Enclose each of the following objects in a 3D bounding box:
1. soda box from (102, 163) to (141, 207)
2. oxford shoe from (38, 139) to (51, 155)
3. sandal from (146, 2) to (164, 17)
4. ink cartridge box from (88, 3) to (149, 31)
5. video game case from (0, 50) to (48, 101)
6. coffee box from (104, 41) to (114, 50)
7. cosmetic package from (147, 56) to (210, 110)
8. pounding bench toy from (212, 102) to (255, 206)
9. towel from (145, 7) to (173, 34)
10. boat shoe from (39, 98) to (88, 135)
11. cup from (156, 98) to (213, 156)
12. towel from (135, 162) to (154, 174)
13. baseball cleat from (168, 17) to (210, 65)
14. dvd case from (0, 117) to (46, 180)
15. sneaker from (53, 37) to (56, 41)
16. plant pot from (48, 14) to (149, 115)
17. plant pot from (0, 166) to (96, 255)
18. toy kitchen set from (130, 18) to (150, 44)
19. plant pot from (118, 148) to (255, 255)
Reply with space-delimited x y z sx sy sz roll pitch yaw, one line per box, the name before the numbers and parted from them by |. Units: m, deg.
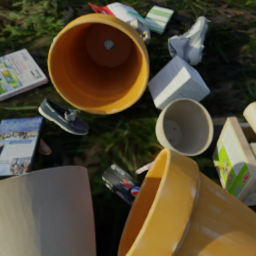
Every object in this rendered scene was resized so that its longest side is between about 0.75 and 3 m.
soda box | 0.010 1.618 7.390 1.498 0.474 0.530 34 61 25
oxford shoe | -2.647 0.504 8.429 0.847 0.309 0.302 35 58 25
sandal | 1.306 -5.599 13.383 0.701 0.447 1.866 11 51 9
ink cartridge box | -0.396 -4.935 12.139 2.203 0.552 1.773 5 40 -38
video game case | -4.404 -2.027 10.572 2.001 0.242 2.196 -27 56 -21
coffee box | -1.359 -3.488 11.490 0.966 0.673 1.689 29 56 22
cosmetic package | 1.584 -1.273 8.969 1.153 1.378 1.146 23 36 -39
pounding bench toy | 3.664 0.540 6.764 2.206 2.828 1.757 -5 51 -4
towel | 1.339 -4.965 12.844 1.079 0.166 1.415 22 69 16
boat shoe | -1.899 -0.358 8.619 1.640 0.507 0.614 33 35 -11
cup | 1.432 0.074 8.087 1.599 1.143 1.599 5 77 -20
towel | 0.616 1.013 7.431 0.653 0.893 0.134 -23 81 -26
baseball cleat | 2.475 -3.728 11.488 1.521 0.997 2.858 11 51 9
dvd case | -3.304 0.557 8.228 1.445 0.178 2.025 -4 54 9
sneaker | -2.707 -3.002 11.114 0.738 0.718 1.853 -23 54 -7
plant pot | -0.790 -2.398 9.287 2.968 2.968 2.717 3 35 2
plant pot | -1.715 2.549 5.462 2.665 2.665 2.846 -15 74 -12
toy kitchen set | 0.056 -3.668 10.875 1.383 1.108 0.815 -16 67 32
plant pot | 1.253 1.909 5.524 2.164 2.364 2.364 25 53 0
